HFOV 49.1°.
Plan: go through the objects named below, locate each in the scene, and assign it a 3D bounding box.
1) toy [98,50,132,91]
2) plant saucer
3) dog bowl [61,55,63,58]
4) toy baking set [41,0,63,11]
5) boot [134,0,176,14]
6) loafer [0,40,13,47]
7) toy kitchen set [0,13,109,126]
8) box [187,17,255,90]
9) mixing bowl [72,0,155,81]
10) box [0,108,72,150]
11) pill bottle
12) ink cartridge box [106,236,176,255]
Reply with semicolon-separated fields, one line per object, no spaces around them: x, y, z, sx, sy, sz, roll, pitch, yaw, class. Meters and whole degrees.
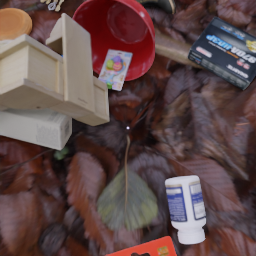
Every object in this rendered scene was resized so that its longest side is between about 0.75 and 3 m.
-0.398;-1.699;7.867;0.721;0.296;1.252;12;72;10;toy
-3.690;-3.195;8.648;1.381;0.258;1.381;0;68;0;plant saucer
-1.609;-1.874;8.121;0.439;0.195;0.788;-35;72;-13;dog bowl
-2.402;-4.181;9.155;0.751;0.114;0.979;-43;73;-13;toy baking set
0.769;-3.918;8.857;1.002;0.561;1.448;-27;56;-6;boot
-3.756;-1.728;7.758;2.247;0.850;0.767;-18;69;2;loafer
-2.226;-1.255;6.939;2.467;2.735;2.231;-15;69;28;toy kitchen set
2.926;-2.195;8.106;1.907;0.439;1.516;34;72;12;box
-0.213;-2.562;7.504;2.301;2.301;1.246;20;51;8;mixing bowl
-2.519;-0.191;6.951;2.122;0.872;0.725;15;41;5;box
1.293;1.783;6.196;0.755;0.755;1.360;-8;82;-3;pill bottle
0.395;3.631;5.613;1.888;0.663;2.323;-15;72;-6;ink cartridge box
